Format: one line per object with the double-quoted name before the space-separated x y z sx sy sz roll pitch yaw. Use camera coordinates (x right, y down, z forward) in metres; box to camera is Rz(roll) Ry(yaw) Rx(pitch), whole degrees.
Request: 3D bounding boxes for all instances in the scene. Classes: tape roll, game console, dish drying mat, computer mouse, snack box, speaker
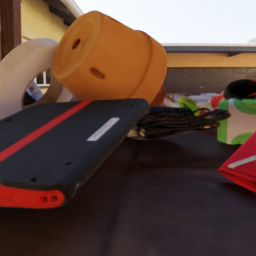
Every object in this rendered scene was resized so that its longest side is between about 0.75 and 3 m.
"tape roll" -1.926 -0.830 5.948 0.395 2.164 2.164 34 20 17
"game console" -0.969 0.149 3.261 1.997 0.350 2.258 0 23 22
"dish drying mat" 2.167 -0.301 3.074 2.611 0.238 1.003 -44 17 -8
"computer mouse" 0.489 -0.050 5.502 1.809 0.689 2.613 -6 8 -21
"snack box" 2.643 -0.772 8.971 2.912 0.354 1.047 -6 32 -21
"speaker" 2.738 -0.079 5.052 2.104 0.931 0.931 3 9 21

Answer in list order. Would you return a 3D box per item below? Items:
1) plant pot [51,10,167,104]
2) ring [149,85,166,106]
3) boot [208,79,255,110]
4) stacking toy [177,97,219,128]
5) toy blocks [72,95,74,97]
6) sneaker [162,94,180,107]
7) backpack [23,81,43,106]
"plant pot" -0.448 -1.152 5.020 1.323 1.890 1.890 31 -14 -40
"ring" 0.006 -1.093 9.523 2.550 0.245 2.550 -7 41 6
"boot" 3.553 -0.722 7.450 2.417 0.875 1.743 1 -15 -6
"stacking toy" 1.998 -0.507 6.876 1.288 0.601 1.422 38 -10 -31
"toy blocks" -0.890 -1.187 7.935 1.966 2.183 2.336 -9 40 11
"sneaker" 0.852 -0.749 10.041 2.695 1.049 1.107 9 1 7
"backpack" -2.698 -0.654 7.025 1.065 1.383 1.317 -25 -24 -29
